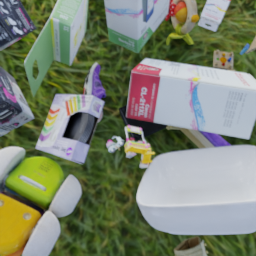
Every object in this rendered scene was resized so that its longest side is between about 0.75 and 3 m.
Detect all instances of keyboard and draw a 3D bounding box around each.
[{"bbox_3d":[1.122,-0.842,9.626,2.861,0.367,1.718,-24,78,-9],"label":"keyboard"}]

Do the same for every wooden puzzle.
[{"bbox_3d":[3.902,-2.596,8.091,0.173,1.482,1.000,37,86,-7],"label":"wooden puzzle"}]

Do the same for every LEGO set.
[{"bbox_3d":[0.198,0.394,6.149,0.685,1.490,0.555,-26,56,24],"label":"LEGO set"}]

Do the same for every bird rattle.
[{"bbox_3d":[1.949,-4.091,10.145,1.205,1.744,2.139,-2,79,-20],"label":"bird rattle"}]

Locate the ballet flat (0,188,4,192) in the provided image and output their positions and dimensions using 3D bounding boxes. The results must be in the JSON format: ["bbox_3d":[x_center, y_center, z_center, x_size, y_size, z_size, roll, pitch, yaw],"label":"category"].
[{"bbox_3d":[-4.086,2.445,8.347,0.601,0.514,1.808,-1,70,0],"label":"ballet flat"}]

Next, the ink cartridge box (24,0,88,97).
[{"bbox_3d":[-1.821,-2.259,7.535,0.654,1.984,2.726,19,70,-6],"label":"ink cartridge box"}]

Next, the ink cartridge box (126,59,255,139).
[{"bbox_3d":[1.606,-0.851,7.131,2.900,2.113,1.201,11,112,9],"label":"ink cartridge box"}]

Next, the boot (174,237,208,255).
[{"bbox_3d":[1.767,3.087,6.268,1.684,0.613,1.309,-5,79,-32],"label":"boot"}]

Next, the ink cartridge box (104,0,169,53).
[{"bbox_3d":[0.309,-3.932,8.120,1.217,2.781,2.021,29,69,15],"label":"ink cartridge box"}]

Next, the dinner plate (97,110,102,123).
[{"bbox_3d":[-1.277,-0.462,9.610,0.802,0.097,0.802,0,71,0],"label":"dinner plate"}]

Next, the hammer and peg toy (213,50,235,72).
[{"bbox_3d":[3.450,-2.306,10.134,0.742,0.356,1.009,8,71,1],"label":"hammer and peg toy"}]

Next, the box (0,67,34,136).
[{"bbox_3d":[-3.620,-0.764,7.305,1.321,2.303,1.522,-29,83,-5],"label":"box"}]

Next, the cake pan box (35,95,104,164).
[{"bbox_3d":[-1.201,-0.026,5.732,1.424,0.372,1.311,10,79,44],"label":"cake pan box"}]

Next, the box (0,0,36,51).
[{"bbox_3d":[-3.234,-2.499,6.929,1.527,1.009,0.876,-11,30,35],"label":"box"}]

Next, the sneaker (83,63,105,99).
[{"bbox_3d":[-1.136,-1.379,9.739,0.763,0.737,1.828,11,68,-22],"label":"sneaker"}]

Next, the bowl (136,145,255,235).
[{"bbox_3d":[1.677,1.311,5.930,2.640,2.636,0.985,-9,105,18],"label":"bowl"}]

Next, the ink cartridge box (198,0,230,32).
[{"bbox_3d":[2.598,-3.535,8.414,0.627,0.364,1.077,23,106,6],"label":"ink cartridge box"}]

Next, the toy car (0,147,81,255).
[{"bbox_3d":[-2.039,1.529,5.357,1.800,1.542,2.057,27,45,-1],"label":"toy car"}]

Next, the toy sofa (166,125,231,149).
[{"bbox_3d":[2.413,0.298,8.742,1.128,0.958,2.312,-43,82,-10],"label":"toy sofa"}]
